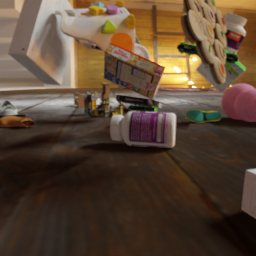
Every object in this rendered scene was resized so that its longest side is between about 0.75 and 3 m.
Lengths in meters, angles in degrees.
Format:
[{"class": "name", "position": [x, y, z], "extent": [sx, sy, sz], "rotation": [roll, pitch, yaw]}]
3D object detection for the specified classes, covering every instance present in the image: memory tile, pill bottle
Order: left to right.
[{"class": "pill bottle", "position": [-0.052, -1.981, 9.177], "extent": [0.945, 0.945, 1.737], "rotation": [-5, -7, -23]}, {"class": "pill bottle", "position": [0.419, 0.030, 7.753], "extent": [1.731, 0.972, 0.972], "rotation": [3, 11, 11]}, {"class": "memory tile", "position": [1.641, -2.138, 5.766], "extent": [0.192, 2.287, 1.753], "rotation": [-16, -46, 36]}, {"class": "pill bottle", "position": [4.177, -3.664, 12.154], "extent": [1.299, 2.309, 1.299], "rotation": [18, 21, -7]}]

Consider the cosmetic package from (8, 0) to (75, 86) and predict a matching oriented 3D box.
[{"class": "cosmetic package", "position": [-2.416, -2.844, 8.370], "extent": [0.665, 2.576, 1.942], "rotation": [7, -14, 13]}]

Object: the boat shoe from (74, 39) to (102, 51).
[{"class": "boat shoe", "position": [-1.934, -4.333, 14.377], "extent": [0.678, 0.619, 1.883], "rotation": [-43, -21, 22]}]

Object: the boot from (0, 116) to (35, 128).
[{"class": "boot", "position": [-4.164, -0.216, 10.553], "extent": [1.180, 0.435, 0.913], "rotation": [-8, 13, -37]}]

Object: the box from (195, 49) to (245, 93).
[{"class": "box", "position": [3.778, -2.413, 11.500], "extent": [1.470, 1.297, 0.711], "rotation": [43, 34, 3]}]

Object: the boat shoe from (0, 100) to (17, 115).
[{"class": "boat shoe", "position": [-5.639, -0.838, 13.030], "extent": [0.860, 0.748, 2.333], "rotation": [-4, 11, -23]}]

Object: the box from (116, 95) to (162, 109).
[{"class": "box", "position": [0.626, -1.467, 15.835], "extent": [2.252, 0.407, 1.610], "rotation": [12, 3, 20]}]

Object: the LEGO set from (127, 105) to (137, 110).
[{"class": "LEGO set", "position": [0.340, -1.203, 16.290], "extent": [0.759, 0.290, 0.311], "rotation": [2, 7, 3]}]

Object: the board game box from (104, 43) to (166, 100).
[{"class": "board game box", "position": [0.104, -1.316, 6.748], "extent": [1.408, 0.326, 1.067], "rotation": [25, -24, 5]}]

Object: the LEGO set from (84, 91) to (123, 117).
[{"class": "LEGO set", "position": [-1.258, -1.265, 14.064], "extent": [1.606, 1.210, 2.089], "rotation": [-9, 14, -39]}]

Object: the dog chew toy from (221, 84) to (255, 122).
[{"class": "dog chew toy", "position": [5.152, -0.979, 11.957], "extent": [1.627, 1.627, 2.612], "rotation": [-2, 18, -12]}]

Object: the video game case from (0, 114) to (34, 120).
[{"class": "video game case", "position": [-4.830, -0.409, 11.498], "extent": [1.577, 0.150, 1.126], "rotation": [-5, -3, -3]}]

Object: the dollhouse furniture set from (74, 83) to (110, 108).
[{"class": "dollhouse furniture set", "position": [-2.403, -2.200, 18.446], "extent": [2.240, 1.457, 2.057], "rotation": [-3, 11, -17]}]

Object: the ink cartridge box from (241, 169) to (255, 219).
[{"class": "ink cartridge box", "position": [2.386, 0.994, 3.433], "extent": [1.133, 0.664, 1.547], "rotation": [-4, 12, -19]}]

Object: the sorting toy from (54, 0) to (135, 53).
[{"class": "sorting toy", "position": [-1.011, -2.950, 7.992], "extent": [2.012, 1.194, 2.235], "rotation": [-3, 43, -23]}]

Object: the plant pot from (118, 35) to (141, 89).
[{"class": "plant pot", "position": [0.018, -3.051, 12.405], "extent": [1.769, 1.771, 1.568], "rotation": [-26, -8, -4]}]

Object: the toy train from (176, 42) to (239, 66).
[{"class": "toy train", "position": [2.763, -2.623, 9.805], "extent": [2.141, 0.447, 0.604], "rotation": [16, 21, 11]}]

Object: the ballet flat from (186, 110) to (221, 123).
[{"class": "ballet flat", "position": [3.140, -0.452, 11.908], "extent": [1.632, 0.545, 0.547], "rotation": [0, -11, -13]}]

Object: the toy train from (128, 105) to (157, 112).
[{"class": "toy train", "position": [0.793, -1.033, 15.243], "extent": [1.795, 0.375, 0.506], "rotation": [9, 4, 39]}]
